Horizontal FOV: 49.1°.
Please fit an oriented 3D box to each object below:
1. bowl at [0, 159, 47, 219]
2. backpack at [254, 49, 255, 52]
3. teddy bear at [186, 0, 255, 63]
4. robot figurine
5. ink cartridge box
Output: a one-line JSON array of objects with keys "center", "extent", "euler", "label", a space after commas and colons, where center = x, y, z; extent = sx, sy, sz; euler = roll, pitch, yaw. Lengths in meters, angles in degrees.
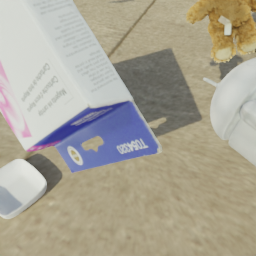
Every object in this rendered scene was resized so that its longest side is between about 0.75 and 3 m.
[{"center": [-2.356, 1.299, 5.861], "extent": [1.117, 0.417, 1.115], "euler": [32, 54, 28], "label": "bowl"}, {"center": [4.895, -3.178, 9.836], "extent": [1.155, 0.935, 1.213], "euler": [38, 53, 18], "label": "backpack"}, {"center": [1.420, -1.690, 4.023], "extent": [1.076, 1.484, 0.495], "euler": [-31, 17, 26], "label": "teddy bear"}, {"center": [2.259, -0.041, 4.004], "extent": [2.561, 1.446, 2.172], "euler": [44, 23, 27], "label": "robot figurine"}, {"center": [-1.242, -0.548, 3.795], "extent": [0.624, 2.830, 2.882], "euler": [-34, 95, -33], "label": "ink cartridge box"}]
